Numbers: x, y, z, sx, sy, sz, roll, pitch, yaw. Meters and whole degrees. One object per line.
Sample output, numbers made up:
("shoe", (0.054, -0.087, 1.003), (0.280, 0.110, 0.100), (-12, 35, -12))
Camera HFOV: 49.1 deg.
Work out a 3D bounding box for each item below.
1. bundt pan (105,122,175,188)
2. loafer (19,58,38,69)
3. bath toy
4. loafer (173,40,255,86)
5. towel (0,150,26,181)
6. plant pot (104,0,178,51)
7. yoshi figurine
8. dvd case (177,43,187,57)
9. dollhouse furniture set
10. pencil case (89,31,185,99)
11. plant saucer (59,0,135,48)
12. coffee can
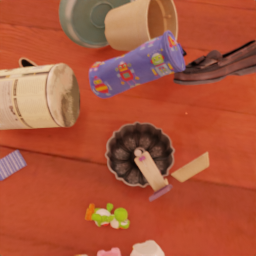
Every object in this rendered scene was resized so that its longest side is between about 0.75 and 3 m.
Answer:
("bundt pan", (0.302, 0.795, 7.664), (1.848, 0.694, 1.848), (0, 65, -1))
("loafer", (-2.556, -1.316, 8.642), (2.327, 0.731, 0.836), (37, 70, 16))
("bath toy", (-0.531, 3.278, 6.319), (2.758, 1.199, 1.019), (-7, 98, -8))
("loafer", (2.425, -1.798, 7.591), (2.827, 0.890, 1.016), (-14, 25, -22))
("towel", (-3.342, 1.053, 7.889), (0.809, 0.096, 0.586), (-33, 67, -16))
("plant pot", (0.295, -2.846, 7.935), (1.615, 1.764, 1.764), (6, 61, 35))
("yoshi figurine", (-0.478, 2.176, 7.074), (1.109, 0.621, 0.623), (15, 59, 4))
("dvd case", (1.217, -2.269, 8.781), (0.991, 0.122, 1.389), (-31, 30, 12))
("dollhouse furniture set", (0.953, 0.696, 6.264), (1.534, 1.216, 1.089), (-34, 78, 13))
("pencil case", (0.151, -1.385, 6.408), (2.304, 0.899, 1.000), (-14, 19, 33))
("plant saucer", (-0.852, -3.538, 8.658), (2.529, 2.529, 0.347), (-25, 53, -12))
("coffee can", (-2.634, -0.777, 7.438), (2.243, 1.642, 1.642), (-2, 64, 15))
